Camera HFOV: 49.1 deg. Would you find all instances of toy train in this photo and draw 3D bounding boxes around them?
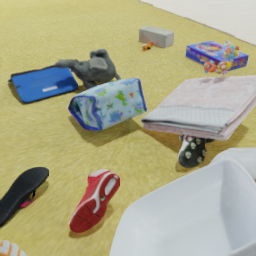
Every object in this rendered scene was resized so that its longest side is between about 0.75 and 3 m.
[{"bbox_3d":[2.443,-1.849,7.445,0.285,1.026,0.771,17,25,-43],"label":"toy train"}]

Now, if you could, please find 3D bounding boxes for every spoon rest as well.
[{"bbox_3d":[3.070,0.847,5.450,2.902,0.880,1.442,-2,0,26],"label":"spoon rest"}]

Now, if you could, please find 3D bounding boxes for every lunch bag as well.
[{"bbox_3d":[-0.644,-0.662,7.686,1.542,1.156,1.814,-23,21,-29],"label":"lunch bag"}]

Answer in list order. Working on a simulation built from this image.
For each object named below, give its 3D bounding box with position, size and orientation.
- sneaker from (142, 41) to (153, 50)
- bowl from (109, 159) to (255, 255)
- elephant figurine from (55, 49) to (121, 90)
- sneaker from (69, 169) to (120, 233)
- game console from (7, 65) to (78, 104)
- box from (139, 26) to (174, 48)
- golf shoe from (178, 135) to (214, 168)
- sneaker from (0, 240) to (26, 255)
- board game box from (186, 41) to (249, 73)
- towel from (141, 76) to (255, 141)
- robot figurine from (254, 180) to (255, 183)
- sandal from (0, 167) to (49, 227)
[{"bbox_3d":[0.953,-3.769,12.979,0.312,0.295,0.808,39,50,13],"label":"sneaker"},{"bbox_3d":[0.888,1.532,3.987,2.235,0.835,2.238,-29,11,14],"label":"bowl"},{"bbox_3d":[-1.283,-1.887,9.450,1.405,1.281,1.811,0,25,26],"label":"elephant figurine"},{"bbox_3d":[-0.664,1.302,5.198,1.230,0.482,0.711,-48,21,-11],"label":"sneaker"},{"bbox_3d":[-2.982,-1.513,9.751,1.943,1.150,1.658,-21,71,-26],"label":"game console"},{"bbox_3d":[1.359,-4.416,13.524,1.607,0.625,0.763,29,44,35],"label":"box"},{"bbox_3d":[1.545,0.404,6.788,0.711,0.623,1.613,-7,28,45],"label":"golf shoe"},{"bbox_3d":[-2.286,2.087,4.099,1.792,0.692,0.701,13,22,-5],"label":"sneaker"},{"bbox_3d":[3.630,-2.995,11.613,1.424,0.474,2.118,-18,39,-23],"label":"board game box"},{"bbox_3d":[1.937,-0.662,7.268,2.567,0.414,2.452,8,41,48],"label":"towel"},{"bbox_3d":[2.354,1.379,5.063,1.566,0.629,2.160,-17,31,-23],"label":"robot figurine"},{"bbox_3d":[-2.152,1.369,5.557,0.565,0.339,1.504,17,52,31],"label":"sandal"}]
